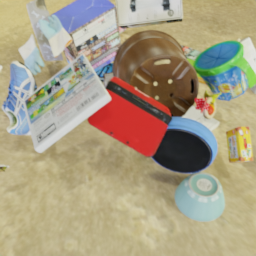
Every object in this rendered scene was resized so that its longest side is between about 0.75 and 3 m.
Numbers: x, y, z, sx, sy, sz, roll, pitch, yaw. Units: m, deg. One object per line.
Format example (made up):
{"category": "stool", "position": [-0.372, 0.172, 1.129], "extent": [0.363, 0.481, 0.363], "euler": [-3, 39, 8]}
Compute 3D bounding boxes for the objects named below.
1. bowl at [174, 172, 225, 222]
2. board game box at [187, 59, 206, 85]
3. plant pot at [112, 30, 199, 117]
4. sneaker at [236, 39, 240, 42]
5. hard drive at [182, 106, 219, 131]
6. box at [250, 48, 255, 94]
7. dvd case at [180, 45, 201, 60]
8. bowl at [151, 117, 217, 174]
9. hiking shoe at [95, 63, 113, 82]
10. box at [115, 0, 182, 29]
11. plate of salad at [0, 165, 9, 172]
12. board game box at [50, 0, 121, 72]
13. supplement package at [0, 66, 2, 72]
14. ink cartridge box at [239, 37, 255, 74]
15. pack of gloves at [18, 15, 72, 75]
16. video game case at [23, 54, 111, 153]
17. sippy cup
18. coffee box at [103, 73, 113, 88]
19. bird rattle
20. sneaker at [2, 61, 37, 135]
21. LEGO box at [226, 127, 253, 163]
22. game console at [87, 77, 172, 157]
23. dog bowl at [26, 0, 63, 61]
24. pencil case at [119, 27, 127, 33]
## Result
{"category": "bowl", "position": [2.221, 1.952, 8.509], "extent": [1.543, 0.807, 1.543], "euler": [-1, 43, 1]}
{"category": "board game box", "position": [3.931, -2.616, 13.710], "extent": [2.808, 0.421, 1.341], "euler": [21, 48, 24]}
{"category": "plant pot", "position": [0.868, -1.532, 8.801], "extent": [2.649, 2.649, 2.623], "euler": [-3, 26, -4]}
{"category": "sneaker", "position": [4.282, -3.452, 11.695], "extent": [0.416, 0.313, 0.890], "euler": [42, 94, 5]}
{"category": "hard drive", "position": [2.408, -0.389, 11.395], "extent": [1.393, 0.282, 2.111], "euler": [-31, 52, -29]}
{"category": "box", "position": [6.036, -2.738, 13.319], "extent": [0.916, 1.119, 2.356], "euler": [-6, 45, -7]}
{"category": "dvd case", "position": [3.279, -3.997, 15.329], "extent": [1.744, 0.192, 1.273], "euler": [28, 50, 28]}
{"category": "bowl", "position": [1.400, 0.538, 7.538], "extent": [1.910, 1.910, 0.375], "euler": [12, 46, 13]}
{"category": "hiking shoe", "position": [-1.235, -2.828, 13.368], "extent": [2.637, 1.143, 0.981], "euler": [-17, 46, -18]}
{"category": "box", "position": [0.815, -4.809, 10.933], "extent": [2.540, 1.482, 0.764], "euler": [-4, 12, 12]}
{"category": "plate of salad", "position": [-3.526, 1.129, 7.360], "extent": [0.761, 0.761, 0.183], "euler": [-13, 79, -14]}
{"category": "board game box", "position": [-1.489, -3.497, 10.809], "extent": [2.051, 2.573, 1.246], "euler": [-36, 67, -13]}
{"category": "supplement package", "position": [-3.581, -1.272, 6.531], "extent": [0.835, 0.799, 0.614], "euler": [-7, 65, 40]}
{"category": "ink cartridge box", "position": [4.248, -2.364, 10.095], "extent": [0.825, 1.514, 0.381], "euler": [-32, 12, -4]}
{"category": "pack of gloves", "position": [-2.872, -2.761, 9.010], "extent": [1.845, 0.433, 2.196], "euler": [-42, 49, 9]}
{"category": "video game case", "position": [-1.437, -0.601, 6.163], "extent": [1.877, 0.207, 1.711], "euler": [-37, 49, 6]}
{"category": "sippy cup", "position": [3.224, -1.807, 9.374], "extent": [1.661, 1.550, 2.115], "euler": [-23, 33, 22]}
{"category": "coffee box", "position": [-0.585, -1.569, 12.176], "extent": [0.666, 0.955, 1.671], "euler": [-10, 43, -9]}
{"category": "bird rattle", "position": [2.136, -0.571, 7.380], "extent": [0.513, 0.743, 0.911], "euler": [2, 35, 37]}
{"category": "sneaker", "position": [-3.045, -0.801, 7.816], "extent": [0.799, 2.112, 0.813], "euler": [-3, 7, 44]}
{"category": "LEGO box", "position": [3.266, 0.512, 8.261], "extent": [0.381, 0.735, 0.987], "euler": [-1, 79, -7]}
{"category": "game console", "position": [0.074, -0.324, 6.783], "extent": [1.725, 1.024, 1.486], "euler": [30, 16, -6]}
{"category": "dog bowl", "position": [-3.383, -3.923, 11.394], "extent": [0.756, 2.579, 2.579], "euler": [-17, 45, -10]}
{"category": "pencil case", "position": [-1.048, -5.652, 16.390], "extent": [1.177, 1.177, 2.692], "euler": [19, 46, 19]}
